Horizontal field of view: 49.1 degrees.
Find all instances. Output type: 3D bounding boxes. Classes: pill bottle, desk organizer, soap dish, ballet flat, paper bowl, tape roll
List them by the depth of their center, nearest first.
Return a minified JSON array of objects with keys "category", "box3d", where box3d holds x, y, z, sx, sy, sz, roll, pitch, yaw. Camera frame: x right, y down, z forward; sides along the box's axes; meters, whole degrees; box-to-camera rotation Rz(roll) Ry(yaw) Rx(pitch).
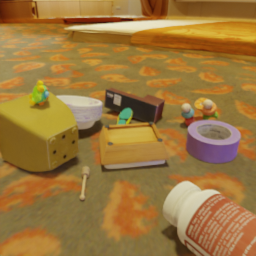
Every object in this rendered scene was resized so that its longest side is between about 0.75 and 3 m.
[{"category":"pill bottle","box3d":[1.919,2.148,5.739,1.363,1.363,2.430,-20,35,-33]},{"category":"soap dish","box3d":[0.126,0.522,9.309,2.159,0.877,1.699,-4,28,-7]},{"category":"tape roll","box3d":[2.896,0.434,9.645,1.724,0.733,1.724,1,29,0]},{"category":"paper bowl","box3d":[-2.044,-0.598,10.993,2.010,1.045,2.010,5,15,-1]},{"category":"ballet flat","box3d":[-0.183,-0.201,11.014,0.492,0.494,1.473,9,38,10]},{"category":"desk organizer","box3d":[0.259,-1.052,12.036,2.450,0.878,0.943,21,31,22]}]

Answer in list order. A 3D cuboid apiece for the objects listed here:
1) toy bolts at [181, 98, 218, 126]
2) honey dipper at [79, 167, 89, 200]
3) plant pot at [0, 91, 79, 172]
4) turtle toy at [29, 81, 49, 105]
[{"category":"toy bolts","box3d":[2.738,-0.844,11.192,1.360,0.943,1.299,-20,47,10]},{"category":"honey dipper","box3d":[-1.252,1.596,8.029,0.240,0.240,1.261,-2,32,-3]},{"category":"plant pot","box3d":[-2.682,0.225,8.860,2.036,1.977,1.990,25,36,31]},{"category":"turtle toy","box3d":[-2.693,-1.056,8.613,0.470,0.678,0.930,27,21,-32]}]
